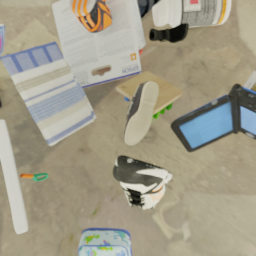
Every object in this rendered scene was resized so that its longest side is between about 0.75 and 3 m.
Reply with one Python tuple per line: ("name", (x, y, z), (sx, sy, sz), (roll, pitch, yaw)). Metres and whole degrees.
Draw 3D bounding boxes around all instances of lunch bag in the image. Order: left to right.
("lunch bag", (-0.473, 2.964, 6.393), (1.192, 1.483, 0.611), (-1, 29, 4))

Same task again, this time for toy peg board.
("toy peg board", (0.468, -0.676, 6.456), (1.098, 0.540, 1.103), (35, 48, 26))

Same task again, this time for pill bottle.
("pill bottle", (2.447, -4.853, 11.132), (2.815, 1.638, 1.638), (-6, 68, -3))

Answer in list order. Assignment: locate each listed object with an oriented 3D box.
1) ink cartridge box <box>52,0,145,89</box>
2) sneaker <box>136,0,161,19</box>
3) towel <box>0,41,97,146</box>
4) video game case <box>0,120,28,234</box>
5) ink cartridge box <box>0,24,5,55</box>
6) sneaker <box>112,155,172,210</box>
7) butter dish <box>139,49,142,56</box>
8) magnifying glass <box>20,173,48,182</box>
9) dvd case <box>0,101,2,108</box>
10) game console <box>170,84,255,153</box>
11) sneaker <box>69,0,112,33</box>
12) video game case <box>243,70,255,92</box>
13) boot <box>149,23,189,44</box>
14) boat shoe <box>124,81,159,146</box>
("ink cartridge box", (-0.847, -2.626, 8.070), (2.709, 0.551, 2.715), (-7, 97, 33))
("sneaker", (0.618, -4.059, 8.294), (0.990, 0.978, 2.494), (18, 79, -3))
("towel", (-1.864, -0.882, 6.951), (1.713, 0.278, 2.333), (-38, 105, -45))
("video game case", (-2.850, 1.129, 6.813), (0.286, 2.195, 2.411), (-12, 88, -23))
("ink cartridge box", (-3.981, -2.374, 7.142), (1.477, 2.165, 0.826), (5, 110, -22))
("sneaker", (0.363, 1.371, 6.492), (1.054, 2.860, 1.144), (18, 81, 24))
("butter dish", (-0.181, -3.163, 10.511), (1.559, 2.103, 2.109), (25, 64, -18))
("magnifying glass", (-2.490, 1.299, 7.444), (0.369, 0.928, 0.104), (-32, 66, 14))
("dvd case", (-5.702, -1.051, 10.416), (1.779, 0.156, 1.270), (-18, 69, -7))
("game console", (2.671, 0.270, 6.955), (2.334, 2.735, 1.618), (34, 87, 28))
("sneaker", (-0.833, -3.385, 7.062), (0.846, 1.222, 2.181), (8, 74, 19))
("video game case", (3.875, -0.605, 8.015), (1.622, 0.290, 1.470), (39, 117, 18))
("boot", (1.041, -2.482, 7.338), (0.772, 1.032, 0.388), (4, 86, -19))
("boat shoe", (0.201, -0.294, 5.514), (0.473, 0.408, 1.301), (20, 92, -34))
